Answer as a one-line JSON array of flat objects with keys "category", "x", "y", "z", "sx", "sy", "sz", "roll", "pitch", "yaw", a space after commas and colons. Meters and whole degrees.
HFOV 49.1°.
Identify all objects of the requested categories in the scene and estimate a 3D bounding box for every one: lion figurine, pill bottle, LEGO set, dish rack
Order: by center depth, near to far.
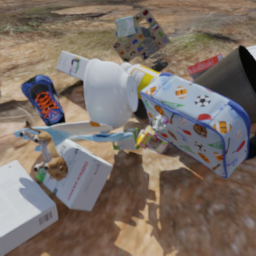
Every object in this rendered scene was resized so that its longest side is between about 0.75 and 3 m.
[{"category": "lion figurine", "x": -1.703, "y": 0.489, "z": 5.911, "sx": 0.503, "sy": 1.389, "sz": 0.850, "roll": -15, "pitch": 0, "yaw": 20}, {"category": "LEGO set", "x": 0.606, "y": 0.309, "z": 7.007, "sx": 0.604, "sy": 1.624, "sz": 0.747, "roll": 31, "pitch": 69, "yaw": -2}, {"category": "pill bottle", "x": 0.540, "y": -1.569, "z": 9.866, "sx": 1.944, "sy": 1.096, "sz": 1.096, "roll": 30, "pitch": 44, "yaw": 25}, {"category": "dish rack", "x": 0.898, "y": -2.992, "z": 10.666, "sx": 0.491, "sy": 1.800, "sz": 1.381, "roll": -29, "pitch": 3, "yaw": 22}]

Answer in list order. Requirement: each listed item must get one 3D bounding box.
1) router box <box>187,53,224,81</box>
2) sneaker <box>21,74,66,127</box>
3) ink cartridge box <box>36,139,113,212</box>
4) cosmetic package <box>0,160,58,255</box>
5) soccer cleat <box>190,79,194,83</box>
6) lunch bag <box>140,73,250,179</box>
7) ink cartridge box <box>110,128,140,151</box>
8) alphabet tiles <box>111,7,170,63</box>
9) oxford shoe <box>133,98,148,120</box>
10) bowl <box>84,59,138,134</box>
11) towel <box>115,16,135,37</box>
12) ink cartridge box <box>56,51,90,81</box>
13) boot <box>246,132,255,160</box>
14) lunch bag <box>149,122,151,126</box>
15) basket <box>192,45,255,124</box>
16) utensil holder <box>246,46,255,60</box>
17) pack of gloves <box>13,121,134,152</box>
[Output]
[{"category": "router box", "x": 2.667, "y": -1.896, "z": 9.219, "sx": 1.136, "sy": 0.309, "sz": 1.266, "roll": -20, "pitch": -14, "yaw": 25}, {"category": "sneaker", "x": -2.506, "y": -0.688, "z": 8.950, "sx": 0.990, "sy": 2.627, "sz": 1.030, "roll": -33, "pitch": 62, "yaw": -10}, {"category": "ink cartridge box", "x": -1.393, "y": 1.122, "z": 7.075, "sx": 1.740, "sy": 1.270, "sz": 0.731, "roll": 25, "pitch": -2, "yaw": 42}, {"category": "cosmetic package", "x": -3.339, "y": 2.057, "z": 6.457, "sx": 2.704, "sy": 0.699, "sz": 2.039, "roll": -27, "pitch": 47, "yaw": -35}, {"category": "soccer cleat", "x": 2.789, "y": -1.756, "z": 10.470, "sx": 0.535, "sy": 1.603, "sz": 0.613, "roll": 29, "pitch": 46, "yaw": -18}, {"category": "lunch bag", "x": 1.620, "y": -0.078, "z": 7.144, "sx": 1.083, "sy": 2.297, "sz": 2.867, "roll": -43, "pitch": 50, "yaw": -12}, {"category": "ink cartridge box", "x": -0.083, "y": 0.364, "z": 8.806, "sx": 0.843, "sy": 0.623, "sz": 0.319, "roll": -3, "pitch": 18, "yaw": 22}, {"category": "alphabet tiles", "x": 0.426, "y": -3.713, "z": 11.797, "sx": 2.104, "sy": 1.758, "sz": 0.079, "roll": -36, "pitch": 5, "yaw": 7}, {"category": "oxford shoe", "x": 0.490, "y": -1.138, "z": 11.013, "sx": 0.886, "sy": 0.887, "sz": 2.486, "roll": -3, "pitch": 34, "yaw": -20}, {"category": "bowl", "x": -0.346, "y": -0.932, "z": 8.086, "sx": 1.008, "sy": 2.243, "sz": 2.243, "roll": -5, "pitch": 33, "yaw": 18}, {"category": "towel", "x": -0.123, "y": -4.098, "z": 11.358, "sx": 0.806, "sy": 0.690, "sz": 0.194, "roll": -22, "pitch": 30, "yaw": -21}, {"category": "ink cartridge box", "x": -1.820, "y": -2.507, "z": 12.234, "sx": 2.157, "sy": 0.906, "sz": 1.562, "roll": 27, "pitch": 11, "yaw": 38}, {"category": "boot", "x": 4.047, "y": 0.217, "z": 8.635, "sx": 1.569, "sy": 1.285, "sz": 0.580, "roll": -17, "pitch": 40, "yaw": -21}, {"category": "lunch bag", "x": 1.225, "y": -0.191, "z": 9.562, "sx": 0.922, "sy": 0.435, "sz": 1.151, "roll": -11, "pitch": 2, "yaw": -5}, {"category": "basket", "x": 2.703, "y": -0.843, "z": 8.463, "sx": 2.567, "sy": 2.314, "sz": 1.746, "roll": -25, "pitch": 15, "yaw": 40}, {"category": "utensil holder", "x": 4.865, "y": -1.700, "z": 10.694, "sx": 2.120, "sy": 2.120, "sz": 2.495, "roll": 11, "pitch": 37, "yaw": 15}, {"category": "pack of gloves", "x": -1.361, "y": 0.379, "z": 7.245, "sx": 2.757, "sy": 0.544, "sz": 2.316, "roll": -5, "pitch": -12, "yaw": 31}]
